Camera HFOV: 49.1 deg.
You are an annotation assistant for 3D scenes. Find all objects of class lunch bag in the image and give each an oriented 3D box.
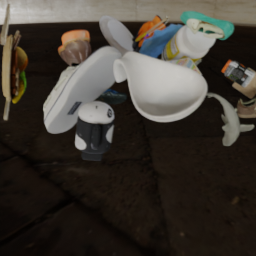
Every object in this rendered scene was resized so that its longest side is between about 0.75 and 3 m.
[{"bbox_3d":[3.679,-4.791,19.260,2.475,1.455,2.030,16,33,19],"label":"lunch bag"}]

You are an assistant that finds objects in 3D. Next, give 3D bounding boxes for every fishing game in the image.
[{"bbox_3d":[1.217,-3.186,10.285,1.889,0.410,2.638,-32,-16,25],"label":"fishing game"}]

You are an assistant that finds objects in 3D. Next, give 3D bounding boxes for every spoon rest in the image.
[{"bbox_3d":[0.337,-0.765,4.589,1.086,0.662,2.185,-37,39,-10],"label":"spoon rest"}]

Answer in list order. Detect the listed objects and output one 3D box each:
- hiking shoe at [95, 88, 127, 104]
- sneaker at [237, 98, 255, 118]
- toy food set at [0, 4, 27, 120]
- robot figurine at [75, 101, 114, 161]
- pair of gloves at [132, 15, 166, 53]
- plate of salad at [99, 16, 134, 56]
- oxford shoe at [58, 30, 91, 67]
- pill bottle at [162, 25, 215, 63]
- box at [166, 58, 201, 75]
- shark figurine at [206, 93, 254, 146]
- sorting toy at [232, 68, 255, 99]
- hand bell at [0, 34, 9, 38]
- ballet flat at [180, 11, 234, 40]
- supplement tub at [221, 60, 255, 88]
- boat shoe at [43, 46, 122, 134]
[{"bbox_3d":[-0.817,-1.213,9.194,1.587,0.591,0.688,5,70,-6],"label":"hiking shoe"},{"bbox_3d":[3.905,-0.636,8.056,1.450,0.548,0.511,-8,23,17],"label":"sneaker"},{"bbox_3d":[-2.918,-1.575,7.286,0.523,2.604,1.798,3,46,-19],"label":"toy food set"},{"bbox_3d":[-0.641,0.058,5.451,0.863,1.149,0.717,24,24,39],"label":"robot figurine"},{"bbox_3d":[1.407,-3.081,11.647,0.349,2.825,2.517,-15,30,50],"label":"pair of gloves"},{"bbox_3d":[-0.412,-3.751,11.799,0.526,2.189,2.189,-32,8,35],"label":"plate of salad"},{"bbox_3d":[-1.569,-2.059,8.439,0.936,0.958,2.627,-13,3,-9],"label":"oxford shoe"},{"bbox_3d":[1.977,-2.704,9.300,1.150,1.150,2.013,-7,-3,-13],"label":"pill bottle"},{"bbox_3d":[1.364,-1.525,8.401,1.366,0.692,0.768,10,61,55],"label":"box"},{"bbox_3d":[2.221,-0.229,6.438,0.619,1.483,0.886,-29,8,-34],"label":"shark figurine"},{"bbox_3d":[4.167,-1.369,9.259,1.132,0.837,0.167,43,4,24],"label":"sorting toy"},{"bbox_3d":[-3.758,-2.672,8.024,0.761,0.396,0.396,15,23,-17],"label":"hand bell"},{"bbox_3d":[1.962,-2.639,7.273,1.472,0.496,0.518,23,69,20],"label":"ballet flat"},{"bbox_3d":[3.288,-1.646,8.418,0.857,0.525,0.525,35,36,9],"label":"supplement tub"},{"bbox_3d":[-1.176,-0.966,6.472,0.969,2.693,0.885,0,54,-44],"label":"boat shoe"}]
